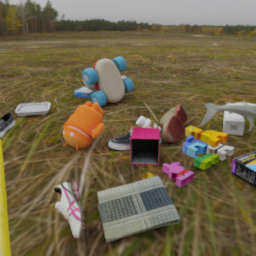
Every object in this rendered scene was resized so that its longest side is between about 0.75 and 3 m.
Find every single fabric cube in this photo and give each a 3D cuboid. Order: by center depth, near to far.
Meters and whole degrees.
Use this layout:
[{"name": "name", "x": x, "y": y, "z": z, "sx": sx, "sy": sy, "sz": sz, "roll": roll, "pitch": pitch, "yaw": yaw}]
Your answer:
[{"name": "fabric cube", "x": 0.555, "y": 0.569, "z": 9.051, "sx": 0.930, "sy": 0.912, "sz": 0.927, "roll": 1, "pitch": 23, "yaw": 5}]

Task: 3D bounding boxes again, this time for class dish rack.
[{"name": "dish rack", "x": -4.431, "y": -0.839, "z": 13.149, "sx": 1.489, "sy": 0.324, "sz": 1.278, "roll": -4, "pitch": 24, "yaw": -9}]

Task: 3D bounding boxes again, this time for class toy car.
[{"name": "toy car", "x": -1.519, "y": -2.376, "z": 14.950, "sx": 2.361, "sy": 2.265, "sz": 2.561, "roll": -31, "pitch": 19, "yaw": -33}]

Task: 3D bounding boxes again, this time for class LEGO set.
[{"name": "LEGO set", "x": 2.109, "y": 0.592, "z": 8.727, "sx": 2.875, "sy": 1.097, "sz": 1.180, "roll": -18, "pitch": 31, "yaw": -39}]

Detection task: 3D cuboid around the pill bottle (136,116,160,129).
[{"name": "pill bottle", "x": 0.680, "y": -0.045, "z": 9.534, "sx": 0.772, "sy": 0.442, "sz": 0.442, "roll": 36, "pitch": 19, "yaw": -13}]

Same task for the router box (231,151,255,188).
[{"name": "router box", "x": 4.336, "y": 1.183, "z": 8.047, "sx": 2.142, "sy": 0.547, "sz": 1.598, "roll": -12, "pitch": 26, "yaw": -27}]

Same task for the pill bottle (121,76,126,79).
[{"name": "pill bottle", "x": -0.765, "y": -2.417, "z": 16.147, "sx": 1.511, "sy": 0.904, "sz": 0.904, "roll": -18, "pitch": 29, "yaw": -36}]

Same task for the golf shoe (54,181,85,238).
[{"name": "golf shoe", "x": -1.285, "y": 1.807, "z": 6.128, "sx": 0.591, "sy": 0.466, "sz": 1.284, "roll": -7, "pitch": 51, "yaw": -19}]

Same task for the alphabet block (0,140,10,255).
[{"name": "alphabet block", "x": -2.861, "y": 1.925, "z": 3.131, "sx": 2.904, "sy": 2.836, "sz": 2.851, "roll": -5, "pitch": 25, "yaw": -23}]

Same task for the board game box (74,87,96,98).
[{"name": "board game box", "x": -2.367, "y": -2.014, "z": 15.966, "sx": 1.040, "sy": 0.291, "sz": 1.018, "roll": 10, "pitch": 25, "yaw": 23}]

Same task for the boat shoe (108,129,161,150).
[{"name": "boat shoe", "x": 0.255, "y": 0.327, "z": 9.942, "sx": 1.935, "sy": 0.656, "sz": 0.694, "roll": -5, "pitch": 23, "yaw": -12}]

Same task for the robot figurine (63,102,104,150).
[{"name": "robot figurine", "x": -1.569, "y": -0.051, "z": 9.838, "sx": 1.305, "sy": 1.058, "sz": 1.815, "roll": 30, "pitch": 68, "yaw": -2}]

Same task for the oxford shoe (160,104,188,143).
[{"name": "oxford shoe", "x": 1.680, "y": -0.068, "z": 11.039, "sx": 0.923, "sy": 0.869, "sz": 2.468, "roll": -23, "pitch": 14, "yaw": 32}]

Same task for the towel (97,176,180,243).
[{"name": "towel", "x": 0.161, "y": 1.874, "z": 6.596, "sx": 1.729, "sy": 0.299, "sz": 1.665, "roll": -13, "pitch": 27, "yaw": -7}]

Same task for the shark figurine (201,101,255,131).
[{"name": "shark figurine", "x": 4.027, "y": -0.407, "z": 10.018, "sx": 2.614, "sy": 1.091, "sz": 1.562, "roll": 1, "pitch": -7, "yaw": -27}]

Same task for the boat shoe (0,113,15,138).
[{"name": "boat shoe", "x": -5.058, "y": -0.119, "z": 11.061, "sx": 0.643, "sy": 0.609, "sz": 1.839, "roll": 4, "pitch": 23, "yaw": 9}]

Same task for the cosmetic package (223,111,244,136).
[{"name": "cosmetic package", "x": 4.288, "y": -0.258, "z": 11.407, "sx": 0.754, "sy": 0.594, "sz": 1.401, "roll": 6, "pitch": 23, "yaw": 18}]
